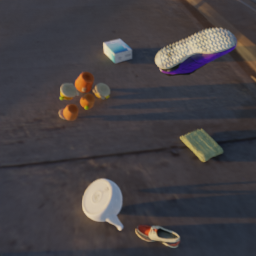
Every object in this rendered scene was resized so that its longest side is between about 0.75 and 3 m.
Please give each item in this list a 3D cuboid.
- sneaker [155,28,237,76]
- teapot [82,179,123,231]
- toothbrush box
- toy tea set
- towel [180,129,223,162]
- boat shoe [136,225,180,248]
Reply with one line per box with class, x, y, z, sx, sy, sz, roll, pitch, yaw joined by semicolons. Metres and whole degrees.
sneaker;2.012;-2.129;8.339;2.295;1.142;0.798;-14;67;14
teapot;-0.671;2.249;8.516;1.321;0.978;1.339;-2;58;38
toothbrush box;-0.591;-4.292;15.617;1.080;0.629;1.476;-21;47;-21
toy tea set;-2.177;-1.349;12.533;1.659;1.033;2.790;46;51;2
towel;2.801;0.634;10.688;1.072;0.264;1.445;-20;46;-21
boat shoe;0.844;3.045;8.037;1.293;0.404;0.460;14;47;16
